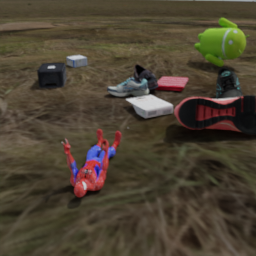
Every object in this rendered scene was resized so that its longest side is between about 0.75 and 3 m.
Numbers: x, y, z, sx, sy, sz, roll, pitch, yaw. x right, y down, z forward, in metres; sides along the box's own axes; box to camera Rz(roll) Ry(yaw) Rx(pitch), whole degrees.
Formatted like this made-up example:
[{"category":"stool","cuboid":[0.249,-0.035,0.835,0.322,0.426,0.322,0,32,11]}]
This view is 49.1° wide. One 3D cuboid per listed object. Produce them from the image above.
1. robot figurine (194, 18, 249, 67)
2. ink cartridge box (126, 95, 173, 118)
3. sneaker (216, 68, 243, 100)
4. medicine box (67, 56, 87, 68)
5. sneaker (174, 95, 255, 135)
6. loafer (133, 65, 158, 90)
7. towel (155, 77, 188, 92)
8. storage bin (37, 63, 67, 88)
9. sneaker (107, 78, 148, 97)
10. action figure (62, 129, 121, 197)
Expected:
[{"category":"robot figurine","cuboid":[4.913,-4.423,14.788,2.708,2.376,1.567,19,-5,46]},{"category":"ink cartridge box","cuboid":[0.685,-0.739,9.491,1.093,0.340,1.359,-12,23,-26]},{"category":"sneaker","cuboid":[3.400,-1.343,9.724,0.984,1.034,2.609,-12,21,17]},{"category":"medicine box","cuboid":[-2.781,-3.610,15.185,0.843,0.434,0.768,-19,32,-32]},{"category":"sneaker","cuboid":[2.715,-0.456,8.100,2.889,1.065,1.253,5,5,-5]},{"category":"loafer","cuboid":[0.628,-2.155,11.768,0.787,0.689,2.189,-18,25,-8]},{"category":"towel","cuboid":[1.860,-1.899,11.987,1.232,0.192,1.703,7,25,18]},{"category":"storage bin","cuboid":[-3.304,-2.328,12.258,1.044,0.724,1.544,-2,25,-5]},{"category":"sneaker","cuboid":[-0.016,-1.611,10.808,1.605,0.693,0.623,-1,24,-3]},{"category":"action figure","cuboid":[-0.730,0.464,6.140,0.782,1.186,2.397,3,29,9]}]
